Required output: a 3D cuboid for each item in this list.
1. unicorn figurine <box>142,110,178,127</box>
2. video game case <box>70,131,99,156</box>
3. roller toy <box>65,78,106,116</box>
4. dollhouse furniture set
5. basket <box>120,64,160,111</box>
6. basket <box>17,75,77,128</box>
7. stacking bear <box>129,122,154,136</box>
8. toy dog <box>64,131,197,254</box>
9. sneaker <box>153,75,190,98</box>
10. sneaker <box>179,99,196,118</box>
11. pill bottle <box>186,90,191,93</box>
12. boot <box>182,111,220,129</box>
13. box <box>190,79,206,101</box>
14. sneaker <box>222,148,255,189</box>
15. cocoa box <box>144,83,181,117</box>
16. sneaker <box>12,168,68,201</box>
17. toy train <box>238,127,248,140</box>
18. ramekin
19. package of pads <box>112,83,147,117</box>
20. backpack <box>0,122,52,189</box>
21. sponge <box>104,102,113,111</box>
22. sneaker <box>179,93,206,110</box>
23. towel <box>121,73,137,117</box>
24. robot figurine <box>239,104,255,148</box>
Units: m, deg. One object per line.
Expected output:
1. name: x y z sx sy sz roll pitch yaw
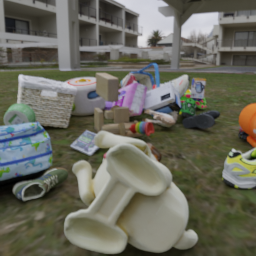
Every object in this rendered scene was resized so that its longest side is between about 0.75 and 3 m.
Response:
1. unicorn figurine: 1.431 -0.432 11.707 1.571 0.845 2.287 8 22 -5
2. video game case: -1.250 0.468 8.815 0.865 0.101 0.786 18 49 32
3. roller toy: -2.202 -1.688 14.025 2.092 1.603 2.293 -3 23 0
4. dollhouse furniture set: -0.141 -0.824 10.285 1.830 2.245 2.135 -5 18 -19
5. basket: 0.769 -1.956 14.264 1.722 2.183 2.476 -5 0 -31
6. basket: -3.472 -1.107 11.615 2.141 1.738 2.161 6 11 -25
7. stacking bear: 0.422 0.025 9.889 0.829 0.471 0.503 -2 15 36
8. toy dog: 0.152 0.945 5.030 2.276 1.638 2.347 22 10 -9
9. sneaker: 1.844 -1.791 13.567 1.159 2.479 0.873 27 47 -22
10. sneaker: 2.809 -0.884 12.713 0.763 0.833 1.955 21 9 9
11. pill bottle: 3.044 -1.647 15.637 1.673 0.956 0.956 -3 16 -8
12. boot: 3.301 -0.372 11.553 1.718 0.564 1.416 -11 8 -43
13. box: 3.494 -1.904 14.014 0.656 1.103 0.229 7 8 21
14. sneaker: 3.358 0.903 6.596 2.230 0.852 0.841 -3 15 -11
15. cocoa box: 1.465 -1.150 12.022 1.339 0.893 0.879 -20 -37 28
16. sneaker: -1.821 1.265 6.084 1.233 0.413 0.553 -18 18 -28
17. toy train: 4.218 0.151 10.216 0.344 0.257 1.504 11 18 24
18. ramekin: -3.911 -0.304 10.047 1.047 1.047 0.511 0 24 1
19. package of pads: 0.005 -1.135 12.243 0.790 1.258 2.088 22 -10 -21
20. backpack: -2.878 0.666 6.376 2.287 1.758 1.866 5 -10 -29
21. sponge: -1.118 -1.207 15.417 0.880 0.235 1.577 -8 18 -31
22. sneaker: 3.130 -1.408 14.809 2.333 0.895 0.978 7 -11 -24
23. towel: 0.173 -1.608 13.445 0.205 1.297 1.801 3 47 -32
24. robot figurine: 4.315 -0.188 9.026 1.386 1.124 1.927 -35 11 9
